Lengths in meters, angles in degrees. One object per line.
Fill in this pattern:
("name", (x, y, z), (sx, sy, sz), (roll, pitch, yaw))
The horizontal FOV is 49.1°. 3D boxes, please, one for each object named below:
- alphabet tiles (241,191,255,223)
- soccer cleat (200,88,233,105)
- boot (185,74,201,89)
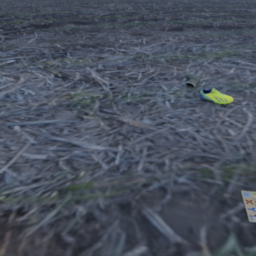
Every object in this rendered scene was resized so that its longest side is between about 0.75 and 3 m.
("alphabet tiles", (3.370, 2.034, 6.454), (1.214, 0.055, 1.452), (4, 32, 7))
("soccer cleat", (3.544, -1.289, 11.263), (1.314, 0.550, 0.425), (12, 34, 19))
("boot", (2.839, -2.141, 12.898), (0.844, 0.337, 0.928), (19, 43, 30))
